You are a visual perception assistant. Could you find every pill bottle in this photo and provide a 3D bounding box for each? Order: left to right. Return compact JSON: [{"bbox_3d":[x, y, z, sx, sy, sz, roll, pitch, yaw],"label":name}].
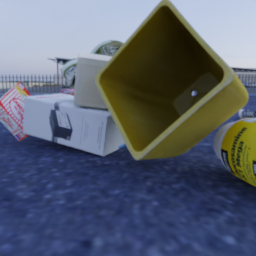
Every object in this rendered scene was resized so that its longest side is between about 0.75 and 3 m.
[{"bbox_3d":[1.995,0.371,4.150,0.996,0.996,1.771,-1,6,-8],"label":"pill bottle"}]

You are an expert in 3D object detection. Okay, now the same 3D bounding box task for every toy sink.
[{"bbox_3d":[-0.228,-1.008,6.420,1.942,1.088,1.266,5,19,-11],"label":"toy sink"}]

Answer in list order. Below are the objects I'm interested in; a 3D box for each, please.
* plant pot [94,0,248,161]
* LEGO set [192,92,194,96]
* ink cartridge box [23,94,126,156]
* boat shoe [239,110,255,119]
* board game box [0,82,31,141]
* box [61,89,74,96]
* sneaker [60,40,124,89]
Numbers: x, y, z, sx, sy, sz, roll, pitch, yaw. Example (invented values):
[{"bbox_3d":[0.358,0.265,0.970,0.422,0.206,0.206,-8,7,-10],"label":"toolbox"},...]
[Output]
[{"bbox_3d":[0.932,-0.623,5.012,1.935,1.879,1.892,14,40,-50],"label":"plant pot"},{"bbox_3d":[2.114,-0.956,9.815,2.682,0.998,1.234,15,-21,43],"label":"LEGO set"},{"bbox_3d":[-1.137,-0.166,6.798,2.219,0.929,1.610,14,14,21],"label":"ink cartridge box"},{"bbox_3d":[5.274,-0.619,12.295,0.528,0.425,1.138,-3,4,40],"label":"boat shoe"},{"bbox_3d":[-2.842,-0.454,7.316,0.324,1.061,1.401,-28,26,17],"label":"board game box"},{"bbox_3d":[-1.528,-0.959,11.551,1.208,1.261,2.530,8,11,26],"label":"box"},{"bbox_3d":[-0.967,-1.784,8.447,2.235,0.990,0.859,-26,-40,12],"label":"sneaker"}]
